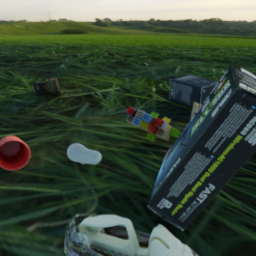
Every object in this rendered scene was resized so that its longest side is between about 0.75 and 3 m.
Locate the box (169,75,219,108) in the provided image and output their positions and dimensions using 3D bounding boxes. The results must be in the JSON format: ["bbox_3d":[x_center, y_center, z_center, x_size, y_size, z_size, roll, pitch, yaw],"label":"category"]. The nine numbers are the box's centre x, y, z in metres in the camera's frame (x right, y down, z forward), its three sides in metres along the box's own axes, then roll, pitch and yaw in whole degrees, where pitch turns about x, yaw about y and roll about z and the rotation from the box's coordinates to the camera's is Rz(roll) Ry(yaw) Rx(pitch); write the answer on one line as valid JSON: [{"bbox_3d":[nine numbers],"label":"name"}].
[{"bbox_3d":[2.824,-1.543,11.798,1.301,0.938,1.752,-17,28,-32],"label":"box"}]

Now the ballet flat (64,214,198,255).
[{"bbox_3d":[0.160,1.789,4.066,2.525,0.908,0.908,9,25,20],"label":"ballet flat"}]

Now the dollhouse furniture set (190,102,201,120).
[{"bbox_3d":[2.757,0.000,8.446,1.851,1.311,2.015,13,5,26],"label":"dollhouse furniture set"}]

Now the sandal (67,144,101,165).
[{"bbox_3d":[-1.145,0.745,7.245,1.171,0.288,0.477,16,64,38],"label":"sandal"}]

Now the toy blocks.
[{"bbox_3d":[0.539,-0.144,7.999,1.649,0.824,1.127,25,-1,26],"label":"toy blocks"}]

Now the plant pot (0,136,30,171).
[{"bbox_3d":[-2.943,0.572,7.079,0.808,0.808,0.715,-11,21,-25],"label":"plant pot"}]

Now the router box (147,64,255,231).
[{"bbox_3d":[1.517,0.277,5.284,0.837,2.695,2.019,31,27,2],"label":"router box"}]

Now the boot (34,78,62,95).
[{"bbox_3d":[-3.692,-1.778,12.793,1.057,0.814,2.180,-19,18,-16],"label":"boot"}]
